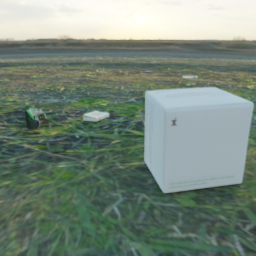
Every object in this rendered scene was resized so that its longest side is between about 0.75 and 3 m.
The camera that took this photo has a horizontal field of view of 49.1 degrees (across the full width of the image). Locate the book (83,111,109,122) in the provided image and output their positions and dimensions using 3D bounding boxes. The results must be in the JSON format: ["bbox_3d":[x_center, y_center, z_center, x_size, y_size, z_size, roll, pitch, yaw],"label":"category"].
[{"bbox_3d":[-1.484,-0.536,13.071,0.744,0.268,1.114,10,18,23],"label":"book"}]

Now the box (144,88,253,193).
[{"bbox_3d":[1.790,0.217,7.842,2.335,2.347,2.010,-4,19,-10],"label":"box"}]

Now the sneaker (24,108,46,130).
[{"bbox_3d":[-3.998,-0.498,12.129,0.869,0.796,2.041,-7,21,-19],"label":"sneaker"}]
